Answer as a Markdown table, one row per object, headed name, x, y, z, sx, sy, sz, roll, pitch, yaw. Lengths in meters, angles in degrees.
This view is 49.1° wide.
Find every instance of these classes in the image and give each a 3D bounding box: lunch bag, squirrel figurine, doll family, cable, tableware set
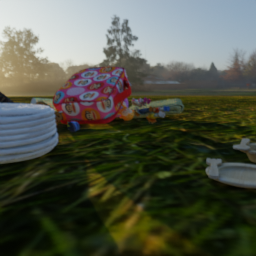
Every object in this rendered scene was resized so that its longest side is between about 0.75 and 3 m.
| name | x | y | z | sx | sy | sz | roll | pitch | yaw |
| --- | --- | --- | --- | --- | --- | --- | --- | --- | --- |
| lunch bag | -1.037 | -1.230 | 9.794 | 2.435 | 1.133 | 2.765 | -1 | 35 | 19 |
| squirrel figurine | -2.362 | -0.225 | 7.184 | 0.805 | 0.752 | 0.570 | -16 | 20 | 38 |
| squirrel figurine | -2.375 | -0.463 | 8.363 | 0.797 | 0.604 | 0.854 | 12 | 26 | -22 |
| doll family | 0.527 | -0.423 | 7.547 | 1.110 | 0.500 | 0.689 | 19 | -15 | -31 |
| cable | -2.704 | 0.020 | 5.207 | 2.695 | 0.933 | 2.695 | -3 | 9 | -19 |
| tableware set | 2.488 | 0.531 | 3.876 | 2.668 | 0.310 | 2.229 | 6 | 10 | 32 |

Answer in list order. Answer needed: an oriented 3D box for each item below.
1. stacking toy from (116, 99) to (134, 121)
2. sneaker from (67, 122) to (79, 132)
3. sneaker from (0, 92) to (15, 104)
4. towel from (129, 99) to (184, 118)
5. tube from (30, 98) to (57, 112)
| name | x | y | z | sx | sy | sz | roll | pitch | yaw |
| --- | --- | --- | --- | --- | --- | --- | --- | --- | --- |
| stacking toy | -0.575 | -0.941 | 11.249 | 1.591 | 1.504 | 2.741 | -27 | 34 | -16 |
| sneaker | -1.551 | -0.051 | 8.090 | 0.324 | 0.291 | 0.788 | 0 | 9 | -22 |
| sneaker | -4.494 | -0.576 | 9.220 | 2.379 | 1.363 | 0.909 | -14 | 41 | 44 |
| towel | 1.094 | -0.814 | 11.958 | 2.473 | 0.451 | 1.834 | -8 | 13 | 10 |
| tube | -3.055 | -0.966 | 13.342 | 2.998 | 0.870 | 0.778 | -3 | -32 | -40 |
